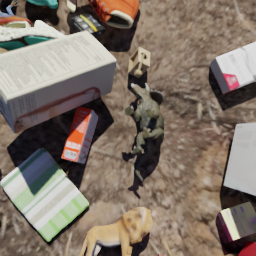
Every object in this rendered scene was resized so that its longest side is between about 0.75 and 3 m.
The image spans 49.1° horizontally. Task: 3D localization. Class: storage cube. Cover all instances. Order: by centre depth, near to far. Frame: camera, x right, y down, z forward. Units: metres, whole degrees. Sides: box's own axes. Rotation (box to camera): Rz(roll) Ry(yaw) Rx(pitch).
[{"bbox_3d":[3.546,4.181,6.750,1.828,2.139,1.923,37,77,6],"label":"storage cube"}]

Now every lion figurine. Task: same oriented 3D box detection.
[{"bbox_3d":[-0.456,2.908,7.471,2.302,0.834,1.410,-12,46,10],"label":"lion figurine"}]

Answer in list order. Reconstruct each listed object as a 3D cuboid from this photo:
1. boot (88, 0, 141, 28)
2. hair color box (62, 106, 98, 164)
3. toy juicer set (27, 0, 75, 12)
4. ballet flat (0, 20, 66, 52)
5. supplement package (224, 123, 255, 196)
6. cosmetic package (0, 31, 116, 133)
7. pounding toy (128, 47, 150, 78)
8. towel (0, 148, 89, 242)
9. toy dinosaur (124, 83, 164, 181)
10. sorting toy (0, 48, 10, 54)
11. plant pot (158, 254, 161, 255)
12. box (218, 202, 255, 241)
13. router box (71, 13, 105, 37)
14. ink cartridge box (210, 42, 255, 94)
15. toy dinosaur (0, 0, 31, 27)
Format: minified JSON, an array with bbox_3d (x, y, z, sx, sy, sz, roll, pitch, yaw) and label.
[{"bbox_3d":[-0.816,-3.781,8.212,2.388,0.896,1.280,16,72,-12],"label":"boot"},{"bbox_3d":[-1.325,0.223,7.864,0.469,0.814,1.467,13,80,9],"label":"hair color box"},{"bbox_3d":[-2.617,-4.505,8.789,2.667,0.726,1.697,21,63,-1],"label":"toy juicer set"},{"bbox_3d":[-2.874,-2.698,8.122,2.705,0.971,0.971,3,81,13],"label":"ballet flat"},{"bbox_3d":[3.637,0.879,7.186,1.319,1.715,1.793,14,86,-11],"label":"supplement package"},{"bbox_3d":[-1.906,-1.257,7.133,2.881,1.257,1.489,-27,62,-29],"label":"cosmetic package"},{"bbox_3d":[0.398,-1.811,8.060,0.435,0.835,0.950,19,56,-24],"label":"pounding toy"},{"bbox_3d":[-2.366,1.873,7.996,1.622,0.334,2.174,-41,86,-3],"label":"towel"},{"bbox_3d":[0.611,0.011,7.604,1.065,1.415,2.767,-10,88,32],"label":"toy dinosaur"},{"bbox_3d":[-4.055,-1.784,8.248,1.098,0.385,2.278,14,99,-25],"label":"sorting toy"},{"bbox_3d":[1.358,4.007,7.015,1.353,1.391,1.391,8,82,6],"label":"plant pot"},{"bbox_3d":[3.056,2.561,7.674,0.887,0.429,0.780,-18,64,-3],"label":"box"},{"bbox_3d":[-1.187,-3.032,8.323,0.634,0.211,0.806,-32,71,-33],"label":"router box"},{"bbox_3d":[3.361,-1.786,8.336,1.436,0.599,1.043,-22,84,-4],"label":"ink cartridge box"},{"bbox_3d":[-3.639,-3.170,8.404,1.282,0.742,1.412,16,57,-5],"label":"toy dinosaur"}]
